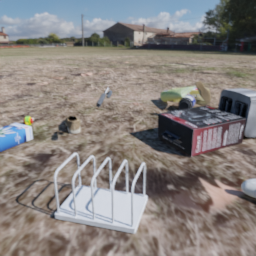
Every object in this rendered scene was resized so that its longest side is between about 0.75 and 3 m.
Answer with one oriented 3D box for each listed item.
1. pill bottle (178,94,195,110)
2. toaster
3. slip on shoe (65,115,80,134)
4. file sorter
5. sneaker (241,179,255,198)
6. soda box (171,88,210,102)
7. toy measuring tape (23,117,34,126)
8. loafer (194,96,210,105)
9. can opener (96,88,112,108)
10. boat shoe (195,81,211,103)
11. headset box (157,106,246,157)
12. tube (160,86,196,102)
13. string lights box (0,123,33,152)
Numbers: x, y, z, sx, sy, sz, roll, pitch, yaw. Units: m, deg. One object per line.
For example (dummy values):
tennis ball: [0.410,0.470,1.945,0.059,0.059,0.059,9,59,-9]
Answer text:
pill bottle: [3.245,-1.354,15.580,0.784,0.784,1.402,8,22,22]
toaster: [4.963,-0.746,12.052,1.239,2.088,1.888,-4,21,-24]
slip on shoe: [-2.581,-0.321,13.004,0.741,0.590,1.949,-4,20,-11]
file sorter: [-0.631,1.509,6.994,2.028,1.262,1.407,6,21,14]
sneaker: [3.719,1.799,7.218,1.513,0.557,0.874,9,19,21]
soda box: [3.894,-2.106,17.726,2.305,0.738,0.781,-1,20,-5]
toy measuring tape: [-4.771,-0.409,13.520,0.443,0.443,1.205,-2,20,-5]
loafer: [4.267,-1.715,17.019,1.416,0.477,0.538,4,20,12]
can opener: [-0.850,-1.104,10.304,0.328,0.262,0.981,25,50,-3]
boat shoe: [3.614,-1.696,13.379,0.429,1.191,0.386,-33,-23,14]
headset box: [2.761,0.033,11.214,2.961,1.143,2.203,-12,23,-27]
tube: [2.777,-1.931,16.243,0.699,0.782,2.694,12,-4,-22]
string lights box: [-4.870,0.409,10.994,1.007,0.578,1.960,11,23,28]
